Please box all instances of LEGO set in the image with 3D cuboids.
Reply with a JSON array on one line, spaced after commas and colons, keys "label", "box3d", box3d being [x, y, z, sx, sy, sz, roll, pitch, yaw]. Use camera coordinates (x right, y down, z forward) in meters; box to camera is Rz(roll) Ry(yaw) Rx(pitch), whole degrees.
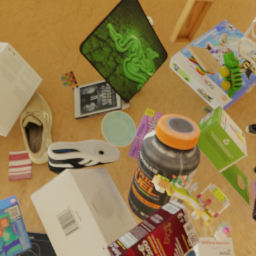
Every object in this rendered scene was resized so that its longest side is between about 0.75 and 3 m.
[{"label": "LEGO set", "box3d": [1.376, 1.354, 5.624, 1.782, 0.820, 0.663, 41, 110, 5]}]

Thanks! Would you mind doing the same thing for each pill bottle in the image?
[{"label": "pill bottle", "box3d": [0.873, 0.978, 6.694, 1.383, 2.603, 1.383, 8, 34, -6]}]

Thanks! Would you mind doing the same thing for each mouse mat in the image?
[{"label": "mouse mat", "box3d": [0.016, -2.260, 8.478, 2.218, 2.756, 0.104, -49, 48, -3]}]

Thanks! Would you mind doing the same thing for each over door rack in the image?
[{"label": "over door rack", "box3d": [3.831, -2.338, 8.500, 0.757, 2.273, 1.679, 30, 72, 22]}]

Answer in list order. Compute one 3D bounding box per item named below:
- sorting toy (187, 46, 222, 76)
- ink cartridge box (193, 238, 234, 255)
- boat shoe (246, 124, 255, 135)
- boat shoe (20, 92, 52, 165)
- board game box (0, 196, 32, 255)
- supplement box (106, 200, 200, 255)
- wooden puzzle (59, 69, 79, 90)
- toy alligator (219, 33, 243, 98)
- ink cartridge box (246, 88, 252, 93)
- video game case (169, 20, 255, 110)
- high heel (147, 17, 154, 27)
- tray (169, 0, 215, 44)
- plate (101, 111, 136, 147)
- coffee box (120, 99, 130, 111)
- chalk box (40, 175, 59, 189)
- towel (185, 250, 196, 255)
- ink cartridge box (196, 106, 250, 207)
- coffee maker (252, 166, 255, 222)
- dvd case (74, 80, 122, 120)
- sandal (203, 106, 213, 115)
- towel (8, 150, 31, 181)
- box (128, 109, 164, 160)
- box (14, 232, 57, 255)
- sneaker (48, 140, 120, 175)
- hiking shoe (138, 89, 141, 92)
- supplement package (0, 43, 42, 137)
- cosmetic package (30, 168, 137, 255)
[{"label": "sorting toy", "box3d": [2.247, -1.955, 8.379, 0.975, 0.341, 0.981, -5, 57, -41]}, {"label": "ink cartridge box", "box3d": [2.591, 4.090, 8.394, 1.085, 0.632, 1.500, 0, 66, 0]}, {"label": "boat shoe", "box3d": [4.982, 0.102, 10.344, 1.168, 0.363, 0.436, 11, 64, 3]}, {"label": "boat shoe", "box3d": [-3.365, -0.190, 10.116, 1.078, 0.970, 2.988, -12, 64, -6]}, {"label": "board game box", "box3d": [-3.155, 2.422, 6.121, 1.737, 1.321, 0.391, -18, 25, -27]}, {"label": "supplement box", "box3d": [0.473, 2.060, 4.952, 1.506, 0.459, 0.820, -30, 105, -21]}, {"label": "wooden puzzle", "box3d": [-2.054, -1.655, 9.671, 0.477, 0.057, 0.805, -22, 99, -3]}, {"label": "toy alligator", "box3d": [2.689, -1.548, 7.200, 0.517, 1.745, 0.473, -25, 27, -21]}, {"label": "ink cartridge box", "box3d": [3.843, -2.359, 11.144, 1.579, 0.895, 2.154, -16, 67, -7]}, {"label": "video game case", "box3d": [3.476, -2.333, 10.274, 2.902, 0.659, 2.630, -37, 72, -14]}, {"label": "high heel", "box3d": [0.706, -3.318, 9.251, 0.333, 0.665, 0.933, -44, 43, 1]}, {"label": "tray", "box3d": [1.982, -3.391, 8.854, 0.783, 1.587, 0.294, -11, 60, -27]}, {"label": "plate", "box3d": [-0.203, 0.027, 5.793, 0.765, 0.098, 0.765, 7, 74, -24]}, {"label": "coffee box", "box3d": [-0.397, -0.911, 10.812, 0.831, 0.331, 0.475, -25, 68, -11]}, {"label": "chalk box", "box3d": [-1.953, 2.044, 9.100, 1.656, 1.025, 1.030, -41, 72, -16]}, {"label": "towel", "box3d": [1.496, 3.538, 7.191, 0.845, 0.205, 0.472, -18, 105, -43]}, {"label": "ink cartridge box", "box3d": [2.870, 0.674, 7.668, 0.869, 1.696, 2.295, -41, 90, 26]}, {"label": "coffee maker", "box3d": [3.562, 1.339, 6.657, 1.087, 1.551, 1.615, 6, 40, 23]}, {"label": "dvd case", "box3d": [-1.174, -1.125, 10.705, 1.839, 0.227, 1.382, -12, 65, 13]}, {"label": "sandal", "box3d": [2.737, -0.395, 8.923, 0.824, 0.327, 0.235, 30, 42, 3]}, {"label": "towel", "box3d": [-3.829, 1.310, 9.930, 0.791, 0.125, 1.098, -7, 66, -4]}, {"label": "box", "box3d": [1.090, 0.392, 8.385, 1.737, 0.840, 1.528, 20, 39, 7]}, {"label": "box", "box3d": [-2.772, 4.156, 7.774, 1.620, 1.169, 2.183, 5, 49, 3]}, {"label": "sneaker", "box3d": [-1.235, 0.898, 7.680, 1.877, 1.050, 0.686, 4, 44, -14]}, {"label": "hiking shoe", "box3d": [-0.110, -2.012, 11.113, 0.586, 0.682, 1.574, -41, 72, -17]}, {"label": "supplement package", "box3d": [-4.846, -1.396, 9.855, 1.922, 1.937, 2.552, 12, 65, 29]}, {"label": "cosmetic package", "box3d": [-0.948, 2.165, 6.918, 1.256, 2.042, 2.036, -36, 72, 14]}]
